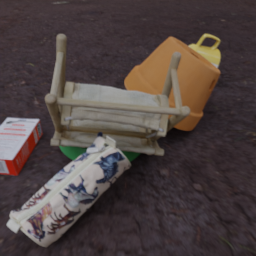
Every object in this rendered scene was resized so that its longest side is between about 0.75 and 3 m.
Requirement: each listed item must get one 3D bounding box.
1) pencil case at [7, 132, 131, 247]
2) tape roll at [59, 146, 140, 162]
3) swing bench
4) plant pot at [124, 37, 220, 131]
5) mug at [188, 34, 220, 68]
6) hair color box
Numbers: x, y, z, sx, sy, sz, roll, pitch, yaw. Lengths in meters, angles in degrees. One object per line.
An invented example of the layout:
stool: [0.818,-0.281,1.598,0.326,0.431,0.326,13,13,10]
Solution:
pencil case: [-1.154,1.257,5.802,2.585,1.156,1.006,-42,51,-17]
tape roll: [-0.791,0.070,8.562,2.693,0.647,2.693,4,37,-3]
swing bench: [-0.373,-0.398,6.636,2.734,2.748,1.783,5,58,-8]
plant pot: [1.537,-1.521,8.888,2.777,1.944,2.777,28,26,-15]
mug: [2.922,-2.965,11.470,1.248,1.520,1.218,14,4,-18]
hair color box: [-3.394,0.485,8.185,1.092,0.629,1.968,3,35,5]
